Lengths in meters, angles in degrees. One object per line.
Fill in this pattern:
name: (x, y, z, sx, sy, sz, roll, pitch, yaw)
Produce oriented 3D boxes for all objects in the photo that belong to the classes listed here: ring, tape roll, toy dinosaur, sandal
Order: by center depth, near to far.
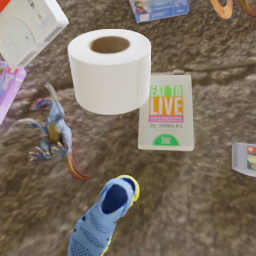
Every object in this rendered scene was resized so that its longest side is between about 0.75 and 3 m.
tape roll: (-0.416, -1.417, 6.840, 1.928, 1.324, 1.928, -1, 40, 1)
sandal: (-0.653, 2.265, 7.191, 1.061, 1.162, 2.669, 28, 69, 11)
ring: (2.447, -3.844, 7.755, 0.163, 1.697, 1.697, -12, 55, 43)
toy dinosaur: (-2.321, 0.081, 8.510, 1.412, 2.690, 2.441, -22, 31, 7)
toy dinosaur: (3.793, -5.688, 11.281, 1.532, 2.918, 2.648, -32, 36, 19)

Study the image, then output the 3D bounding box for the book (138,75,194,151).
book: (1.180, -0.502, 8.889, 1.641, 0.590, 2.457, 1, 66, 4)

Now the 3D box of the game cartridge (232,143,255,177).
game cartridge: (3.805, 0.977, 8.297, 1.390, 0.284, 0.925, 8, 69, 4)

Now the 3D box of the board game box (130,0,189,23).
board game box: (1.096, -5.252, 11.152, 2.063, 0.447, 2.053, -13, 64, -6)

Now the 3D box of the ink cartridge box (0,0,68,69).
ink cartridge box: (-2.366, -2.501, 5.785, 1.591, 0.470, 1.988, -32, 92, 28)

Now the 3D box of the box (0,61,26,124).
box: (-4.636, -1.141, 9.173, 1.654, 0.472, 2.417, 14, 65, 6)
